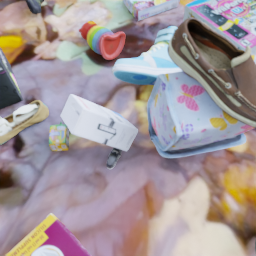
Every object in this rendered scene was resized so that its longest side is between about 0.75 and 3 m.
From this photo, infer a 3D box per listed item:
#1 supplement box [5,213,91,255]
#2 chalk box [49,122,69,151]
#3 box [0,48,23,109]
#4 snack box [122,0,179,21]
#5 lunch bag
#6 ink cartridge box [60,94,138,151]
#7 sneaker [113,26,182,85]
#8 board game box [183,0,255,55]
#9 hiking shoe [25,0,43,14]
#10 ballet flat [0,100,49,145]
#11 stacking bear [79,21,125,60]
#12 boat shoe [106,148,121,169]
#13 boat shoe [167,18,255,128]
[{"bbox_3d":[-1.379,3.267,5.942,2.329,1.202,1.525,40,68,20],"label":"supplement box"},{"bbox_3d":[-1.985,0.209,8.087,0.487,0.490,0.787,-4,60,-3],"label":"chalk box"},{"bbox_3d":[-4.929,-1.464,8.097,2.817,2.092,1.751,-24,63,-13],"label":"box"},{"bbox_3d":[0.890,-5.098,11.077,1.868,0.495,1.328,-24,63,-13],"label":"snack box"},{"bbox_3d":[1.866,-0.308,7.037,2.450,2.889,1.837,-12,78,-7],"label":"lunch bag"},{"bbox_3d":[-0.771,-0.133,7.299,0.704,1.669,1.219,-62,35,11],"label":"ink cartridge box"},{"bbox_3d":[0.807,-2.302,8.647,2.774,1.103,1.811,0,85,-24],"label":"sneaker"},{"bbox_3d":[3.704,-3.662,9.926,2.139,0.932,2.900,-31,60,-16],"label":"board game box"},{"bbox_3d":[-3.607,-5.307,11.046,1.003,0.754,1.992,-21,62,-8],"label":"hiking shoe"},{"bbox_3d":[-3.396,-0.192,8.201,2.157,0.680,0.740,-33,66,-17],"label":"ballet flat"},{"bbox_3d":[-1.036,-3.165,9.771,1.022,0.957,1.683,-24,51,-34],"label":"stacking bear"},{"bbox_3d":[-0.400,0.782,7.905,0.286,0.234,0.775,21,63,12],"label":"boat shoe"},{"bbox_3d":[1.912,-0.996,5.147,2.717,1.005,1.004,37,71,6],"label":"boat shoe"}]
